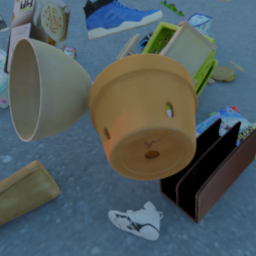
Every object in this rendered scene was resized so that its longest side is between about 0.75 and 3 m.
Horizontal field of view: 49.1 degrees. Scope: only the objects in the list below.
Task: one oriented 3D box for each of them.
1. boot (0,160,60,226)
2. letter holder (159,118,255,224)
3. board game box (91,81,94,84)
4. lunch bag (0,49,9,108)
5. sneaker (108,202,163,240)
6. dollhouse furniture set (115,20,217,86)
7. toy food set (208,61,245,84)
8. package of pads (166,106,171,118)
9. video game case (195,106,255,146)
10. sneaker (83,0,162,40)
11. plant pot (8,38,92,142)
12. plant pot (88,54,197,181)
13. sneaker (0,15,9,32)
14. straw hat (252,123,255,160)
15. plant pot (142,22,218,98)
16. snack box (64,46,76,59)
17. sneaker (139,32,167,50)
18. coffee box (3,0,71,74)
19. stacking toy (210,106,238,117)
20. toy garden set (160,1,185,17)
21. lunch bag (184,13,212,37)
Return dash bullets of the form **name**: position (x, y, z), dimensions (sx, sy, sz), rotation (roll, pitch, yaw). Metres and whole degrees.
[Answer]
- **boot**: position (-3.910, 1.840, 8.231), dimensions (2.905, 0.961, 2.544), rotation (-33, 65, -28)
- **letter holder**: position (2.335, 0.900, 7.967), dimensions (2.859, 2.032, 1.438), rotation (-40, 56, -19)
- **board game box**: position (-0.916, -1.790, 12.428), dimensions (2.771, 0.270, 1.427), rotation (-29, 52, -26)
- **lunch bag**: position (-5.374, -2.169, 11.722), dimensions (2.459, 0.948, 1.972), rotation (40, 91, 32)
- **sneaker**: position (0.237, 2.465, 7.820), dimensions (1.485, 0.558, 0.854), rotation (19, 46, 12)
- **dollhouse furniture set**: position (1.187, -2.034, 8.474), dimensions (2.393, 1.695, 2.605), rotation (35, 6, -15)
- **toy food set**: position (4.397, -2.505, 13.187), dimensions (1.766, 0.354, 1.219), rotation (-20, 41, -5)
- **package of pads**: position (1.238, -0.827, 10.762), dimensions (1.836, 0.626, 1.419), rotation (-11, 40, -44)
- **video game case**: position (3.394, 0.291, 9.835), dimensions (1.956, 0.444, 1.773), rotation (-33, 52, -13)
- **sneaker**: position (-0.263, -4.254, 10.033), dimensions (2.779, 1.546, 1.067), rotation (-10, 16, 13)
- **plant pot**: position (-1.971, -0.973, 7.488), dimensions (1.716, 2.556, 2.556), rotation (-4, 39, -38)
- **plant pot**: position (0.427, -0.047, 6.688), dimensions (2.763, 2.763, 1.934), rotation (-3, 47, -3)
- **sneaker**: position (-3.762, -3.108, 8.066), dimensions (0.341, 0.363, 0.885), rotation (-32, 63, -23)
- **straw hat**: position (5.328, 0.262, 9.723), dimensions (2.543, 1.076, 2.543), rotation (0, 44, 0)
- **plant pot**: position (2.047, -2.406, 11.313), dimensions (2.459, 2.231, 2.447), rotation (32, 96, 29)
- **snack box**: position (-3.769, -3.751, 14.309), dimensions (1.829, 0.485, 1.301), rotation (14, 46, 14)
- **sneaker**: position (1.676, -4.365, 14.537), dimensions (1.041, 0.930, 2.540), rotation (-42, 36, -26)
- **coffee box**: position (-3.075, -3.053, 9.603), dimensions (1.129, 1.619, 2.831), rotation (6, 85, 33)
- **stacking toy**: position (3.764, -0.376, 10.782), dimensions (1.103, 0.515, 1.219), rotation (6, 44, 5)
- **toy garden set**: position (1.942, -4.939, 11.589), dimensions (1.010, 0.201, 0.842), rotation (45, 32, 23)
- **lunch bag**: position (3.388, -4.863, 14.651), dimensions (1.213, 1.619, 1.904), rotation (25, 49, 24)
